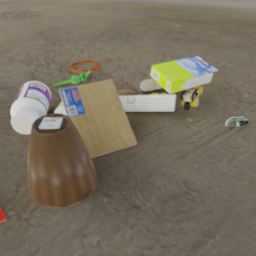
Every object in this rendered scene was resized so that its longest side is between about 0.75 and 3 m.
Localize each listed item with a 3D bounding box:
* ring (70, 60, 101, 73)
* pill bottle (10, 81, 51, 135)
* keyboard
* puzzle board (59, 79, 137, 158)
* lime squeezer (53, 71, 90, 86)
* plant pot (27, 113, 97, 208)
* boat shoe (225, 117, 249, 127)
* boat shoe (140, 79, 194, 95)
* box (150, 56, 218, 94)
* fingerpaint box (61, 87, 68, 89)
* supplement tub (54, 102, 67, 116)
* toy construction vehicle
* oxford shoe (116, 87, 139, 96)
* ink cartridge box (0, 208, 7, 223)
[{"bbox_3d":[-2.681,-3.928,17.702,1.962,0.188,1.962,0,34,0],"label":"ring"},{"bbox_3d":[-4.112,-0.849,11.837,1.410,1.410,2.530,-3,33,-5],"label":"pill bottle"},{"bbox_3d":[0.737,-1.102,12.515,2.768,0.779,0.148,1,-13,23],"label":"keyboard"},{"bbox_3d":[-1.186,-0.407,10.840,2.232,0.258,2.962,-15,72,-21],"label":"puzzle board"},{"bbox_3d":[-2.854,-2.763,15.815,2.619,0.494,0.925,-32,14,-38],"label":"lime squeezer"},{"bbox_3d":[-2.118,0.801,8.437,2.158,2.309,2.158,-1,35,1],"label":"plant pot"},{"bbox_3d":[4.619,-0.228,11.828,1.107,0.403,0.342,-10,30,-23],"label":"boat shoe"},{"bbox_3d":[1.934,-2.010,13.761,2.709,0.772,0.906,-2,64,13],"label":"boat shoe"},{"bbox_3d":[2.562,-2.505,12.877,2.656,0.633,1.620,-18,47,-24],"label":"box"},{"bbox_3d":[-2.513,-1.477,13.569,1.244,0.547,1.491,-8,35,-14],"label":"fingerpaint box"},{"bbox_3d":[-2.519,-0.626,11.850,1.024,1.024,1.412,5,33,7],"label":"supplement tub"},{"bbox_3d":[2.225,-1.422,13.396,2.299,0.930,2.641,4,29,26],"label":"toy construction vehicle"},{"bbox_3d":[-0.425,-1.503,13.646,2.050,0.722,0.767,-3,53,-10],"label":"oxford shoe"},{"bbox_3d":[-4.893,2.250,7.921,2.047,0.519,2.323,-25,41,-32],"label":"ink cartridge box"}]
